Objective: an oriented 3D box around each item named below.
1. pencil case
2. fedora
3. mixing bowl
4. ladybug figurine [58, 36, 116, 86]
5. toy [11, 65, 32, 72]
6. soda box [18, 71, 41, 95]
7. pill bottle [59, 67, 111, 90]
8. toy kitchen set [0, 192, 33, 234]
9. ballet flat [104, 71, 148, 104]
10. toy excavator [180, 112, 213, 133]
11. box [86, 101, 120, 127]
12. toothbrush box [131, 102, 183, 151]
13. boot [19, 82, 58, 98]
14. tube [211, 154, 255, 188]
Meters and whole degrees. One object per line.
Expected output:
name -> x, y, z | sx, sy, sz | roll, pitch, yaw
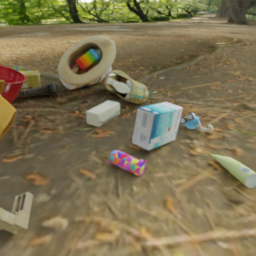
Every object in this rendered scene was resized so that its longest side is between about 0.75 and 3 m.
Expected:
pencil case -> -0.009, 0.809, 6.572 | 0.912, 0.403, 0.403 | 17, 30, 31
fedora -> -3.591, -0.108, 7.157 | 0.932, 2.285, 2.285 | 33, 22, -12
mixing bowl -> -4.959, -1.376, 9.843 | 2.417, 1.309, 2.417 | 15, 19, -5
ladybug figurine -> -1.542, -2.588, 11.042 | 2.518, 1.710, 0.906 | -33, -12, -2
toy -> -5.340, -2.889, 14.327 | 1.526, 0.360, 0.879 | 19, -1, 32
soda box -> -4.983, -1.872, 11.798 | 2.448, 0.829, 0.783 | -7, 26, -15
pill bottle -> -1.891, -2.600, 12.831 | 1.262, 1.262, 2.272 | 22, 32, 38
toy kitchen set -> -2.178, 1.396, 4.806 | 0.612, 0.750, 0.677 | -24, 44, 19
ballet flat -> -0.362, -1.720, 11.201 | 1.017, 1.017, 2.878 | -17, 33, -32
toy excavator -> 2.086, -0.105, 8.550 | 0.770, 0.792, 0.396 | -29, 1, 28
box -> -0.813, -0.494, 9.303 | 0.523, 0.435, 1.273 | 15, 29, 28
toothbrush box -> 0.792, -0.078, 7.482 | 0.583, 1.001, 1.367 | 24, 24, 33
boot -> -3.585, -1.421, 11.126 | 1.409, 0.560, 1.618 | -13, 9, -24
tube -> 2.446, 0.910, 6.418 | 0.351, 0.393, 1.354 | -36, 22, 0
